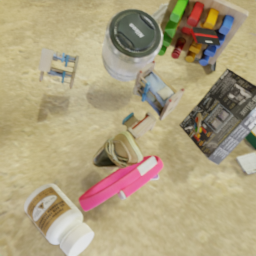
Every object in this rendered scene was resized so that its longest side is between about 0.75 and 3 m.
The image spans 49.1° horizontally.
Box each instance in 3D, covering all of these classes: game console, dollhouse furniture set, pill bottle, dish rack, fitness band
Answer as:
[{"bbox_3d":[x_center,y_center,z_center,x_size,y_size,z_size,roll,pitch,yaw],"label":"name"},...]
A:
[{"bbox_3d":[2.617,-3.095,9.520,0.937,0.145,0.829,2,56,-15],"label":"game console"},{"bbox_3d":[-2.375,-1.992,9.579,1.211,1.204,1.718,12,14,-16],"label":"dollhouse furniture set"},{"bbox_3d":[-2.066,2.772,8.437,2.101,1.201,1.201,37,59,27],"label":"pill bottle"},{"bbox_3d":[1.115,-4.661,12.140,1.632,1.902,0.414,-39,96,5],"label":"dish rack"},{"bbox_3d":[-0.140,1.326,7.011,2.367,1.700,0.443,-29,90,-35],"label":"fitness band"},{"bbox_3d":[0.419,-0.685,7.821,1.785,1.251,1.258,-40,77,-19],"label":"dollhouse furniture set"}]

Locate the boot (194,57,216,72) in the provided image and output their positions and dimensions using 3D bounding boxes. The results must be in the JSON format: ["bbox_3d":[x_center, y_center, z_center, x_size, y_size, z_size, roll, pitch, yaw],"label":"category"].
[{"bbox_3d":[3.666,-3.452,14.113,1.326,0.687,2.029,-3,43,5],"label":"boot"}]

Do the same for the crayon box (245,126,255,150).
[{"bbox_3d":[5.103,-0.346,11.437,1.496,0.614,2.379,-19,53,-16],"label":"crayon box"}]

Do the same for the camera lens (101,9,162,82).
[{"bbox_3d":[0.051,-2.957,10.339,1.967,2.459,1.967,2,79,-10],"label":"camera lens"}]

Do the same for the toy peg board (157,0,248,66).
[{"bbox_3d":[2.509,-3.542,10.767,2.763,2.775,1.357,25,63,1],"label":"toy peg board"}]

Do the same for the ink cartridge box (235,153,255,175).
[{"bbox_3d":[4.510,1.341,10.320,0.785,0.160,0.786,-12,51,-10],"label":"ink cartridge box"}]

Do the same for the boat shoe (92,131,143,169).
[{"bbox_3d":[-0.348,0.675,7.025,0.752,2.391,0.872,-32,94,-21],"label":"boat shoe"}]

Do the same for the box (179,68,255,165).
[{"bbox_3d":[2.849,-0.390,8.396,0.595,2.391,1.886,27,19,-32],"label":"box"}]

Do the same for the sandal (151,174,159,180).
[{"bbox_3d":[0.665,1.705,9.980,0.875,0.215,0.356,-6,50,-5],"label":"sandal"}]

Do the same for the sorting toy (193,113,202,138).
[{"bbox_3d":[1.980,-0.049,7.975,0.101,0.561,0.753,11,26,2],"label":"sorting toy"}]
